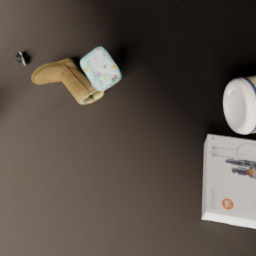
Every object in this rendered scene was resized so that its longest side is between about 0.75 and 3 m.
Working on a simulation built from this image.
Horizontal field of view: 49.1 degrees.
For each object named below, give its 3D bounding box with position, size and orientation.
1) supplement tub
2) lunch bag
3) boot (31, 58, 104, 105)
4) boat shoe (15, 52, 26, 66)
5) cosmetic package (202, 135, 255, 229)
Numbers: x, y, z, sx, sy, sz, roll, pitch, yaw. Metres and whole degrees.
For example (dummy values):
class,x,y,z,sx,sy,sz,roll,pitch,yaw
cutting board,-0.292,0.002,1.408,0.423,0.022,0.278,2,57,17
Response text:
class,x,y,z,sx,sy,sz,roll,pitch,yaw
supplement tub,4.860,-0.887,9.539,2.657,1.918,1.918,-9,55,-5
lunch bag,-0.988,-2.076,10.130,1.147,0.551,1.431,-33,93,5
boot,-2.368,-1.692,10.848,1.986,0.750,2.268,-31,61,-21
boat shoe,-4.630,-2.914,11.961,0.311,0.350,0.937,-23,56,-15
cosmetic package,3.354,1.576,8.560,2.022,0.693,2.682,7,55,8
